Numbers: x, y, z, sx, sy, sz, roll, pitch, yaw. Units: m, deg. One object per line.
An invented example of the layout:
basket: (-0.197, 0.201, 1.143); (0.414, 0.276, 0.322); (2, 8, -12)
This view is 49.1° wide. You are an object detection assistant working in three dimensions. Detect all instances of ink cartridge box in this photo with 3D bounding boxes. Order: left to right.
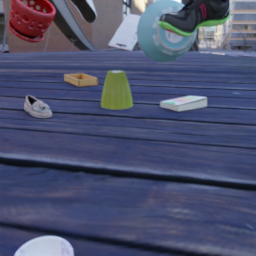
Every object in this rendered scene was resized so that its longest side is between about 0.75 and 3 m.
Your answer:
ink cartridge box: (0.116, -4.087, 12.404); (1.176, 0.543, 2.158); (18, 64, 18)

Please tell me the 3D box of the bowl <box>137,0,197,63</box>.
bowl: (1.636, -3.685, 10.693); (2.430, 2.430, 1.271); (-3, 17, -9)

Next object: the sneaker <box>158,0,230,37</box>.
sneaker: (1.714, -3.055, 7.202); (2.453, 1.028, 0.941); (-29, 49, -29)

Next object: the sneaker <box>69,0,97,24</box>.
sneaker: (-0.824, -2.164, 4.604); (0.331, 0.909, 0.385); (-24, 27, 8)

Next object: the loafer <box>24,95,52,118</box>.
loafer: (-3.645, -0.853, 11.101); (0.678, 0.593, 1.885); (-16, 25, -39)

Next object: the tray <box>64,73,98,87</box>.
tray: (-3.008, -3.018, 17.633); (1.255, 0.471, 2.544); (-11, 21, -29)

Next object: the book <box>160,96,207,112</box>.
book: (2.400, -1.060, 12.151); (1.699, 0.408, 1.135); (-14, 20, -31)

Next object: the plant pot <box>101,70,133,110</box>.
plant pot: (-0.500, -1.702, 12.174); (1.410, 1.507, 1.410); (0, 19, 0)

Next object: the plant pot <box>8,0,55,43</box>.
plant pot: (-3.058, -3.413, 8.700); (1.266, 1.153, 1.266); (25, 38, -21)

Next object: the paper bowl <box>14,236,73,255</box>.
paper bowl: (-1.090, 1.815, 3.646); (0.760, 0.395, 0.760); (0, 19, 0)
